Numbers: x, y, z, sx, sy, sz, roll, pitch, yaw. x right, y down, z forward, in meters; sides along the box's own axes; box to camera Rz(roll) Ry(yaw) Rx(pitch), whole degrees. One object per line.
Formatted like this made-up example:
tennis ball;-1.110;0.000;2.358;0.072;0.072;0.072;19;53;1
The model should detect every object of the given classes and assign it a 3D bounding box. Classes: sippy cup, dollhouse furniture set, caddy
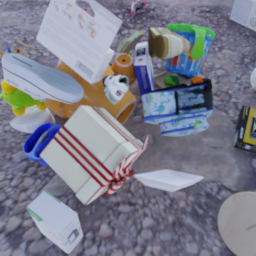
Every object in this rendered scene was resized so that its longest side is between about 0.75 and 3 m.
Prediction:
sippy cup;2.326;-3.057;11.301;1.942;1.812;2.473;16;13;25
dollhouse furniture set;-0.366;-3.107;11.158;0.852;2.206;1.102;43;46;3
caddy;-2.834;0.523;9.621;1.119;0.831;1.583;19;54;16

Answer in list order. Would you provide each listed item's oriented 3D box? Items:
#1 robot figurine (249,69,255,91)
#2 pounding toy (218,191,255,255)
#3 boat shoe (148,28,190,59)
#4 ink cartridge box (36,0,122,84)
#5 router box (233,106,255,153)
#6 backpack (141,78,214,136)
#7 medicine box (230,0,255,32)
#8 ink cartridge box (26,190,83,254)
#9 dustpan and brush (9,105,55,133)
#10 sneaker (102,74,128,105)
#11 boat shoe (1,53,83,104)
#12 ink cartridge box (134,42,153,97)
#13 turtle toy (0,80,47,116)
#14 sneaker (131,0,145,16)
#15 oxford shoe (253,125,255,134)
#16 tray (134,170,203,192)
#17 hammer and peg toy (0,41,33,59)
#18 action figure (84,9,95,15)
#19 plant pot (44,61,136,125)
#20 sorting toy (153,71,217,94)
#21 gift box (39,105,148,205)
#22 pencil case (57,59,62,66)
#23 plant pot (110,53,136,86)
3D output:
robot figurine;5.990;-2.029;11.487;2.094;1.183;1.776;-5;83;-5
pounding toy;3.761;2.618;7.657;2.327;1.080;1.797;-11;77;37
boat shoe;1.325;-3.072;10.139;0.915;1.060;2.907;-4;20;-7
ink cartridge box;-1.392;-2.796;8.120;2.351;2.071;0.526;40;32;9
router box;4.712;0.103;10.185;1.420;0.472;1.806;15;52;12
backpack;1.567;-0.541;9.072;2.200;2.013;1.617;-5;86;11
medicine box;7.454;-6.300;14.829;2.569;1.452;2.821;-34;58;-24
ink cartridge box;-1.903;2.548;7.476;1.143;1.574;0.689;28;53;22
dustpan and brush;-3.081;-0.170;10.416;2.101;0.601;1.466;11;40;20
sneaker;-0.317;-1.271;8.298;0.745;0.624;1.684;-38;29;9
boat shoe;-2.623;-1.323;8.603;2.879;0.961;1.059;30;36;17
ink cartridge box;0.646;-2.213;11.015;0.559;1.417;2.850;-10;34;9
turtle toy;-3.518;-1.475;10.194;2.238;1.631;1.131;-17;55;-14
sneaker;0.522;-6.833;15.836;0.547;0.590;1.464;17;52;11
oxford shoe;4.861;-0.083;8.968;0.637;1.725;0.611;-32;92;-37
tray;1.222;1.479;7.926;1.255;2.337;0.259;7;90;30
hammer and peg toy;-5.219;-3.501;13.152;1.050;0.503;1.427;34;58;27
action figure;-2.092;-5.683;14.511;0.841;1.276;2.579;-20;56;-15
plant pot;-1.147;-1.066;9.988;2.456;2.683;2.683;38;59;10
sorting toy;2.048;-1.712;11.719;2.826;0.378;2.106;-28;56;-21
gift box;-0.739;0.652;7.878;2.166;2.141;2.320;44;106;9
pencil case;-1.919;-2.853;9.901;0.820;1.972;0.895;14;10;5
plant pot;-0.180;-2.251;10.573;1.052;0.963;1.052;1;61;-2
